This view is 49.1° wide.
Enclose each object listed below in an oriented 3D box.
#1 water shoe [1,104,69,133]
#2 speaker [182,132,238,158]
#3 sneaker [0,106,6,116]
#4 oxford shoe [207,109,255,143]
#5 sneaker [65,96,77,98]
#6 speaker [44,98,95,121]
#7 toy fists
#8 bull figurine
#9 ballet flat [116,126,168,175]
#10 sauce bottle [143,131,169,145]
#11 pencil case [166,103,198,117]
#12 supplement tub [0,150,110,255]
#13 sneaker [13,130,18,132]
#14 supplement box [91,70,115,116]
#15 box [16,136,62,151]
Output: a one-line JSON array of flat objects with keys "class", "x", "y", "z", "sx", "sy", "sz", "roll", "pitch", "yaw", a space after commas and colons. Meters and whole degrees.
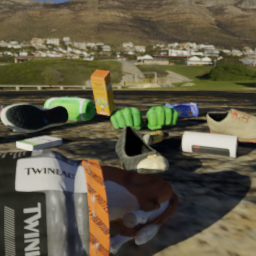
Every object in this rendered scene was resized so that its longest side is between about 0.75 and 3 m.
[{"class": "water shoe", "x": -3.514, "y": -0.275, "z": 10.422, "sx": 1.123, "sy": 1.018, "sz": 2.846, "roll": -15, "pitch": -6, "yaw": 34}, {"class": "speaker", "x": 2.065, "y": 0.411, "z": 7.114, "sx": 1.324, "sy": 0.538, "sz": 0.538, "roll": 6, "pitch": 12, "yaw": 26}, {"class": "sneaker", "x": -5.758, "y": -0.801, "z": 13.690, "sx": 0.745, "sy": 0.619, "sz": 1.560, "roll": 0, "pitch": 10, "yaw": -10}, {"class": "oxford shoe", "x": 3.193, "y": -0.111, "z": 7.981, "sx": 2.180, "sy": 0.815, "sz": 0.768, "roll": -1, "pitch": 40, "yaw": 48}, {"class": "sneaker", "x": -3.480, "y": -1.410, "z": 16.254, "sx": 0.806, "sy": 0.902, "sz": 2.202, "roll": -10, "pitch": 14, "yaw": -44}, {"class": "speaker", "x": -2.722, "y": -0.872, "z": 12.958, "sx": 2.300, "sy": 1.017, "sz": 1.017, "roll": 5, "pitch": 11, "yaw": 25}, {"class": "toy fists", "x": 0.615, "y": -0.376, "z": 10.704, "sx": 2.551, "sy": 0.877, "sz": 1.300, "roll": -1, "pitch": 3, "yaw": 0}, {"class": "bull figurine", "x": -0.539, "y": 0.915, "z": 3.762, "sx": 2.328, "sy": 0.758, "sz": 1.414, "roll": 1, "pitch": 14, "yaw": 20}, {"class": "ballet flat", "x": 0.180, "y": 0.486, "z": 6.178, "sx": 0.831, "sy": 0.710, "sz": 2.500, "roll": -3, "pitch": 11, "yaw": -16}, {"class": "sauce bottle", "x": 0.878, "y": 0.271, "z": 8.481, "sx": 0.338, "sy": 0.338, "sz": 1.045, "roll": 8, "pitch": 13, "yaw": 37}, {"class": "pencil case", "x": 2.648, "y": -0.882, "z": 13.818, "sx": 1.702, "sy": 0.739, "sz": 0.664, "roll": -1, "pitch": 43, "yaw": -2}, {"class": "supplement tub", "x": -1.270, "y": 0.860, "z": 2.495, "sx": 2.080, "sy": 1.274, "sz": 1.274, "roll": -4, "pitch": 11, "yaw": -15}, {"class": "sneaker", "x": -3.888, "y": 0.017, "z": 10.260, "sx": 0.371, "sy": 0.323, "sz": 0.825, "roll": 19, "pitch": 12, "yaw": -4}, {"class": "supplement box", "x": -0.887, "y": -1.229, "z": 10.048, "sx": 0.542, "sy": 1.628, "sz": 0.560, "roll": 9, "pitch": 45, "yaw": 17}, {"class": "box", "x": -2.526, "y": 0.436, "z": 8.004, "sx": 0.737, "sy": 0.186, "sz": 1.022, "roll": 8, "pitch": 11, "yaw": 36}]
